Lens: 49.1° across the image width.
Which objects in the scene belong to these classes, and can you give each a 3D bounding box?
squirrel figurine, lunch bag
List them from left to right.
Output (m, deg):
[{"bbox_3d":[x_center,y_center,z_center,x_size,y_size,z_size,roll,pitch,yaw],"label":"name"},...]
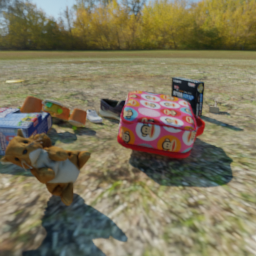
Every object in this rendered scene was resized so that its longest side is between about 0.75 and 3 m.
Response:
[{"bbox_3d":[-1.685,0.622,5.388,1.392,1.056,1.492,28,-8,-29],"label":"squirrel figurine"},{"bbox_3d":[1.019,-0.208,8.224,2.404,1.118,2.729,9,24,4],"label":"lunch bag"}]

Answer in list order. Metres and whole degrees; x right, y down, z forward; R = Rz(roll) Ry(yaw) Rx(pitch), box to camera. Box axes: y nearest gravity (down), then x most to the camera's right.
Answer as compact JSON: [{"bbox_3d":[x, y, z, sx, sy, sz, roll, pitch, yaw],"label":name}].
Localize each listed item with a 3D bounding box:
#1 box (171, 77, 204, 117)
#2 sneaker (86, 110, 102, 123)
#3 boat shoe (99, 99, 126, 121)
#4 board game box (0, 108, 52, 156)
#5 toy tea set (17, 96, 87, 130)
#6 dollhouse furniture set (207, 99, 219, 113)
[{"bbox_3d":[2.476,-1.346,11.882,0.409,1.413,1.777,-8,20,-24],"label":"box"},{"bbox_3d":[-1.343,-0.459,10.788,0.389,0.377,1.066,-12,21,-34],"label":"sneaker"},{"bbox_3d":[-0.249,-0.740,10.905,2.152,0.697,0.774,12,34,33],"label":"boat shoe"},{"bbox_3d":[-4.050,-0.014,8.550,2.843,0.877,2.845,0,18,-3],"label":"board game box"},{"bbox_3d":[-2.786,-0.400,10.257,2.732,1.011,1.624,11,-9,40],"label":"toy tea set"},{"bbox_3d":[3.735,-1.014,12.372,0.419,0.491,0.947,5,18,8],"label":"dollhouse furniture set"}]
